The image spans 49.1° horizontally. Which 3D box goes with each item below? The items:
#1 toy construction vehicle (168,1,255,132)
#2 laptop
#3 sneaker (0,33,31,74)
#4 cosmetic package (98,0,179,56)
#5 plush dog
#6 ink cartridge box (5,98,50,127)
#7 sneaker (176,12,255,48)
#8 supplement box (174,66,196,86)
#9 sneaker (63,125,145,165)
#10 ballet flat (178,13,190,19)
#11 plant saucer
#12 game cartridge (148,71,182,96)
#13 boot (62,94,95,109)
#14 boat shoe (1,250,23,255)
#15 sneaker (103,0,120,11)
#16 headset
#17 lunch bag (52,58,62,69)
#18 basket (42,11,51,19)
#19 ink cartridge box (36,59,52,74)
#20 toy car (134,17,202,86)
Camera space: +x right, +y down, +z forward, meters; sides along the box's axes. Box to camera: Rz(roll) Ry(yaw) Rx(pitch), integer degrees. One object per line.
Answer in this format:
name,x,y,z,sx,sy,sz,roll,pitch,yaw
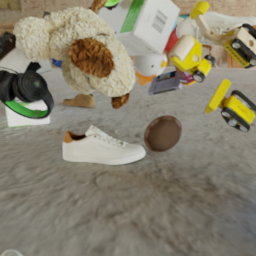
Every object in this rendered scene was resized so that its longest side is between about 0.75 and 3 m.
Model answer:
toy construction vehicle,2.009,-1.354,6.239,2.399,2.089,0.845,34,-14,-15
laptop,-4.181,-2.321,9.791,1.427,1.610,0.832,-46,26,-20
sneaker,-3.579,-1.517,7.928,0.926,2.542,1.076,53,1,28
cosmetic package,0.046,-3.045,8.473,1.157,1.467,2.726,24,-5,-37
plush dog,-0.704,-1.568,6.152,2.297,2.146,2.675,51,7,26
ink cartridge box,-4.574,-0.821,12.541,1.672,0.965,2.298,-7,18,-24
sneaker,2.441,-2.607,7.584,2.312,0.842,0.979,2,40,15
supplement box,1.699,-1.804,8.356,0.424,0.991,0.547,-27,17,-7
sneaker,-0.702,0.458,8.068,2.409,1.020,0.877,1,14,-1
ballet flat,2.758,-4.493,11.510,0.620,0.627,1.843,-21,35,-15
plant saucer,1.133,0.221,8.990,1.331,1.331,0.229,12,-21,36
game cartridge,1.258,-1.508,9.299,1.212,0.786,0.233,-8,-35,39
boot,-2.740,-1.565,15.507,2.095,0.791,0.771,6,19,25
boat shoe,-1.589,1.972,3.962,0.360,0.355,1.016,-10,19,-32
sneaker,-0.491,-3.473,7.878,0.369,0.403,0.962,34,36,4
headset,-2.555,-1.097,6.652,1.359,2.201,1.034,5,55,16
lunch bag,-2.193,-3.186,11.035,1.541,1.583,2.330,22,37,-33
basket,-2.003,-2.438,7.336,0.833,0.924,0.629,26,7,7
ink cartridge box,-3.840,-2.597,10.382,1.632,1.416,0.355,-19,7,-12
toy car,1.184,-2.933,11.078,2.447,2.766,2.550,26,13,39
